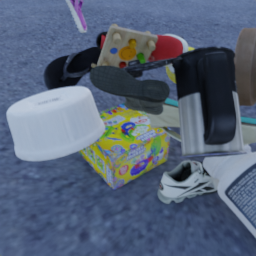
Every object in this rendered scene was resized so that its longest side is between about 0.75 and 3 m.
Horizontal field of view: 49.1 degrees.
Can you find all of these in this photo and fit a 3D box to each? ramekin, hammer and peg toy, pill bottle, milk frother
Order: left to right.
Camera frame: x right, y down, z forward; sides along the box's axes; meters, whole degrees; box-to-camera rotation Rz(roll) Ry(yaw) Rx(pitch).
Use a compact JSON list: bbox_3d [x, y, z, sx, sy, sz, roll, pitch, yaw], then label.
[{"bbox_3d":[-1.507,-0.182,5.785,1.904,0.928,1.904,-10,21,4],"label":"ramekin"},{"bbox_3d":[-0.162,-1.821,7.567,1.361,1.850,0.652,5,51,-22],"label":"hammer and peg toy"},{"bbox_3d":[0.894,-0.359,4.687,1.843,1.733,1.663,-7,-10,23],"label":"milk frother"},{"bbox_3d":[2.892,1.402,6.139,1.501,1.501,2.510,-20,52,-24],"label":"pill bottle"}]

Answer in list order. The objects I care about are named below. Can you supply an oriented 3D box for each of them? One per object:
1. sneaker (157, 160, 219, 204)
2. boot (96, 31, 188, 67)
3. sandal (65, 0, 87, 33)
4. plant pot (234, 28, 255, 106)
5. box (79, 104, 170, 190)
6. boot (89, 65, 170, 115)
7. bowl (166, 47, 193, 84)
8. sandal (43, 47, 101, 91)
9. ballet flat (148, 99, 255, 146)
[{"bbox_3d":[1.801,1.215,7.217,2.152,0.952,0.797,-16,38,-22],"label":"sneaker"},{"bbox_3d":[0.270,-2.264,7.892,1.796,0.901,2.489,-9,22,-43],"label":"boot"},{"bbox_3d":[-1.069,-2.629,5.927,0.304,1.235,0.503,-8,50,11],"label":"sandal"},{"bbox_3d":[3.903,-1.587,7.371,1.836,2.106,2.106,6,35,30],"label":"plant pot"},{"bbox_3d":[-0.166,0.397,8.073,1.971,1.202,1.898,-23,43,-29],"label":"box"},{"bbox_3d":[0.000,-0.435,3.818,1.086,0.709,0.368,16,71,0],"label":"boot"},{"bbox_3d":[1.763,-2.099,9.435,1.341,1.341,0.722,30,21,34],"label":"bowl"},{"bbox_3d":[-1.469,-1.812,8.089,0.521,0.926,2.435,-22,18,48],"label":"sandal"},{"bbox_3d":[1.671,0.012,5.955,2.729,0.948,0.948,16,40,23],"label":"ballet flat"}]
